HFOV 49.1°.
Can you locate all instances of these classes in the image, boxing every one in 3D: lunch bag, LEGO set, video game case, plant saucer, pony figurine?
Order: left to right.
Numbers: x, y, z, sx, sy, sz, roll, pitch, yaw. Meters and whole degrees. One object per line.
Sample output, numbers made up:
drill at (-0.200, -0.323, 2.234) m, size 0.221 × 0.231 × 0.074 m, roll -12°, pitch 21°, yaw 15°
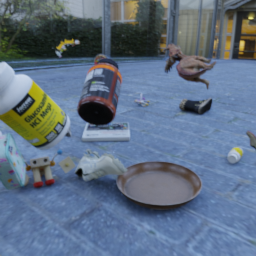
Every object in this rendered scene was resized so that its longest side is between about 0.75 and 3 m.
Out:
lunch bag at (-2.908, 0.785, 6.867) m, size 0.484 × 1.254 × 1.006 m, roll -11°, pitch 37°, yaw -7°
LEGO set at (-2.948, -3.900, 13.550) m, size 1.256 × 0.578 × 0.468 m, roll -34°, pitch -16°, yaw -7°
video game case at (-1.041, 0.184, 13.742) m, size 2.210 × 0.258 × 2.009 m, roll -1°, pitch 20°, yaw -1°
pony figurine at (0.917, -1.772, 18.641) m, size 0.961 × 0.800 × 0.928 m, roll 20°, pitch 33°, yaw 10°
plant saucer at (0.965, 1.819, 8.941) m, size 2.680 × 0.430 × 2.680 m, roll 0°, pitch 21°, yaw 0°

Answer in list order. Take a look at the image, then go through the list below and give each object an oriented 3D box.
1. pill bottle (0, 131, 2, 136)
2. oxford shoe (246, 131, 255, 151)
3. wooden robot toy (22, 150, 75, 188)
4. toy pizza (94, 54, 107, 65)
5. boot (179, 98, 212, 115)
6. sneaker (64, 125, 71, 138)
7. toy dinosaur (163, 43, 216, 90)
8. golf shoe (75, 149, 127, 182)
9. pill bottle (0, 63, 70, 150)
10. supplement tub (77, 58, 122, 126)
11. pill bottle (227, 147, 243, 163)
pill bottle at (-6.252, 0.545, 11.543) m, size 1.869 × 1.051 × 1.051 m, roll -5°, pitch 20°, yaw -13°
oxford shoe at (4.084, 0.450, 9.174) m, size 0.295 × 0.277 × 0.788 m, roll -32°, pitch 60°, yaw 6°
wooden robot toy at (-3.122, 1.511, 9.591) m, size 2.513 × 1.107 × 1.140 m, roll -8°, pitch -14°, yaw -20°
toy pizza at (-1.260, -3.039, 13.868) m, size 1.202 × 1.202 × 0.190 m, roll 14°, pitch 38°, yaw 34°
boot at (4.294, -1.472, 17.618) m, size 1.592 × 0.774 × 2.114 m, roll 14°, pitch 30°, yaw 32°
sneaker at (-2.166, -0.039, 9.833) m, size 0.432 × 1.156 × 0.474 m, roll 13°, pitch 61°, yaw 0°
toy dinosaur at (2.080, -2.171, 10.059) m, size 1.697 × 1.075 × 2.504 m, roll 13°, pitch 25°, yaw -6°
golf shoe at (-0.946, 1.418, 9.299) m, size 2.250 × 0.881 × 1.094 m, roll 0°, pitch 47°, yaw 53°
pill bottle at (-2.666, -0.522, 7.226) m, size 1.269 × 2.257 × 1.269 m, roll -22°, pitch 42°, yaw 21°
supplement tub at (-0.828, -1.231, 8.929) m, size 1.189 × 1.189 × 2.223 m, roll 3°, pitch 51°, yaw 8°
pill bottle at (4.170, 1.082, 10.943) m, size 0.458 × 0.458 × 0.822 m, roll 13°, pitch 24°, yaw 32°
